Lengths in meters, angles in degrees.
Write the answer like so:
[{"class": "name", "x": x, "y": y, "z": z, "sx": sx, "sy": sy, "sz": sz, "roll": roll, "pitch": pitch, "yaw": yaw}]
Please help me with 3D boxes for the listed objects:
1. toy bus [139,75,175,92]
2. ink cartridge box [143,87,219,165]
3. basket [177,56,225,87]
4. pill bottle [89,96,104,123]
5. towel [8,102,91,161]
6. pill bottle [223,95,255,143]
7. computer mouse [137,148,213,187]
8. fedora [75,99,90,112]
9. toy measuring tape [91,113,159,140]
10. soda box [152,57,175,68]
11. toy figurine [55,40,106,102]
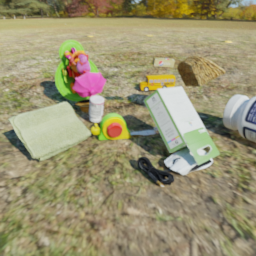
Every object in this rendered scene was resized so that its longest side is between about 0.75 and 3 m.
[{"class": "toy bus", "x": 1.607, "y": -2.519, "z": 15.686, "sx": 1.959, "sy": 0.767, "sz": 0.638, "roll": -4, "pitch": 26, "yaw": -9}, {"class": "ink cartridge box", "x": 1.681, "y": -0.019, "z": 8.905, "sx": 1.345, "sy": 0.768, "sz": 2.591, "roll": -13, "pitch": 71, "yaw": -45}, {"class": "basket", "x": 2.753, "y": -2.331, "z": 10.879, "sx": 1.180, "sy": 1.131, "sz": 1.584, "roll": -28, "pitch": 12, "yaw": -4}, {"class": "pill bottle", "x": -1.308, "y": -0.756, "z": 11.421, "sx": 0.574, "sy": 1.012, "sz": 0.574, "roll": 7, "pitch": 37, "yaw": -5}, {"class": "towel", "x": -2.546, "y": 0.024, "z": 9.456, "sx": 2.433, "sy": 0.444, "sz": 1.805, "roll": -24, "pitch": 70, "yaw": -47}, {"class": "pill bottle", "x": 4.913, "y": -0.183, "z": 9.783, "sx": 1.634, "sy": 1.634, "sz": 2.823, "roll": -20, "pitch": 32, "yaw": -36}, {"class": "computer mouse", "x": 1.586, "y": 1.006, "z": 8.562, "sx": 2.403, "sy": 0.527, "sz": 1.317, "roll": -15, "pitch": 29, "yaw": -28}, {"class": "fedora", "x": -1.887, "y": -1.007, "z": 12.880, "sx": 1.120, "sy": 0.457, "sz": 1.120, "roll": -5, "pitch": 19, "yaw": 2}, {"class": "toy measuring tape", "x": -0.069, "y": -0.109, "z": 10.414, "sx": 2.655, "sy": 0.977, "sz": 0.977, "roll": -5, "pitch": 26, "yaw": -14}, {"class": "soda box", "x": 1.348, "y": -2.496, "z": 10.675, "sx": 0.813, "sy": 0.275, "sz": 0.260, "roll": 2, "pitch": 32, "yaw": -13}, {"class": "toy figurine", "x": -1.958, "y": -2.429, "z": 12.254, "sx": 2.182, "sy": 2.907, "sz": 2.675, "roll": -16, "pitch": 19, "yaw": -21}]
